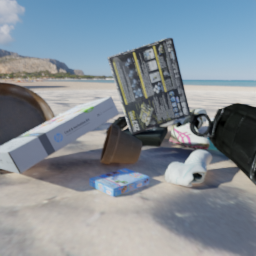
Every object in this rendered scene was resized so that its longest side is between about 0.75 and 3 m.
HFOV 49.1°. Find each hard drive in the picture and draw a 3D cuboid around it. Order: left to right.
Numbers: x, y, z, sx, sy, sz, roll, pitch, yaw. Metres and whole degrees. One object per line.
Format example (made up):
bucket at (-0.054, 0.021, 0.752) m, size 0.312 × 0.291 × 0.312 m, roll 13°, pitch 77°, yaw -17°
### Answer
hard drive at (0.649, 0.250, 11.491) m, size 1.711 × 0.403 × 2.452 m, roll 3°, pitch 11°, yaw 14°

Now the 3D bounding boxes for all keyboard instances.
keyboard at (-0.260, -0.387, 12.100) m, size 1.312 × 0.499 × 2.520 m, roll -42°, pitch -6°, yaw 12°

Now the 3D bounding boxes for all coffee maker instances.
coffee maker at (3.188, 0.429, 7.063) m, size 2.698 × 1.892 × 2.809 m, roll -7°, pitch 11°, yaw 2°

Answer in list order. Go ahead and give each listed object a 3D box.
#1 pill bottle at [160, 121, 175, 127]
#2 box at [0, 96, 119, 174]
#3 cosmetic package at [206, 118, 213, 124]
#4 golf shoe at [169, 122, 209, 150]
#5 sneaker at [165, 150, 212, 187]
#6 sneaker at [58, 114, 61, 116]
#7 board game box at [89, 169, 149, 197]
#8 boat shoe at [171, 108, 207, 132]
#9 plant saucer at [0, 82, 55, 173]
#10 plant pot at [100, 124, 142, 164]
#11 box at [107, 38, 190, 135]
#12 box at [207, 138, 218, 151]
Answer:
pill bottle at (1.482, -0.699, 12.424) m, size 1.122 × 1.122 × 1.877 m, roll 0°, pitch 8°, yaw -2°
box at (-1.940, 0.141, 7.347) m, size 2.865 × 0.590 × 2.233 m, roll -32°, pitch 14°, yaw -31°
cosmetic package at (4.919, -0.297, 14.616) m, size 0.991 × 0.340 × 1.315 m, roll -9°, pitch 14°, yaw -26°
golf shoe at (2.084, 0.252, 9.644) m, size 0.696 × 0.883 × 1.917 m, roll 12°, pitch 2°, yaw -27°
sneaker at (1.684, 1.061, 6.982) m, size 0.708 × 0.621 × 1.766 m, roll 19°, pitch 27°, yaw 40°
sneaker at (-2.884, -0.484, 13.899) m, size 1.316 × 1.032 × 2.648 m, roll -1°, pitch 9°, yaw 16°
board game box at (-0.199, 1.267, 6.657) m, size 1.151 × 0.211 × 0.871 m, roll -10°, pitch 15°, yaw -42°
boat shoe at (2.835, -0.229, 12.037) m, size 2.271 × 0.849 × 0.777 m, roll -34°, pitch 16°, yaw -36°
plant saucer at (-3.620, -0.028, 8.226) m, size 2.950 × 2.950 × 0.473 m, roll -7°, pitch -24°, yaw -31°
plant pot at (-0.171, 0.566, 8.279) m, size 1.039 × 1.192 × 1.192 m, roll 15°, pitch 9°, yaw -9°
box at (0.804, -1.498, 10.289) m, size 2.387 × 2.961 × 0.727 m, roll -20°, pitch 17°, yaw -5°
box at (3.674, 0.578, 9.708) m, size 1.733 × 0.426 × 0.713 m, roll 7°, pitch 13°, yaw 34°
